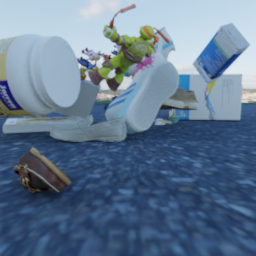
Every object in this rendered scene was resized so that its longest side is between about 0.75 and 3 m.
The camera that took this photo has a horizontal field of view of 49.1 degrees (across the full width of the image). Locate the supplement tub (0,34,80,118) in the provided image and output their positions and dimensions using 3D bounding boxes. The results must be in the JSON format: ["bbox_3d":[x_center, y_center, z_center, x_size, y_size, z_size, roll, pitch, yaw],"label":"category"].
[{"bbox_3d":[-2.626,-1.176,6.612,2.551,1.855,1.855,-2,5,21],"label":"supplement tub"}]

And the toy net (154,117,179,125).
[{"bbox_3d":[1.268,-0.263,10.023,0.667,0.245,1.271,6,9,41],"label":"toy net"}]

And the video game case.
[{"bbox_3d":[-2.575,-0.134,8.768,2.346,0.268,2.135,-2,7,-20],"label":"video game case"}]

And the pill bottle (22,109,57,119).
[{"bbox_3d":[-2.558,-0.959,8.794,1.773,0.969,0.969,-26,5,5],"label":"pill bottle"}]

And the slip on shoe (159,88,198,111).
[{"bbox_3d":[1.565,-0.934,8.933,0.864,0.689,2.273,0,1,42],"label":"slip on shoe"}]

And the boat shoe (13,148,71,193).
[{"bbox_3d":[-0.942,0.500,2.949,0.385,0.386,1.096,-44,23,-20],"label":"boat shoe"}]

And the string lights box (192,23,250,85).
[{"bbox_3d":[1.878,-1.502,5.823,0.349,0.608,1.184,-24,-16,-26],"label":"string lights box"}]

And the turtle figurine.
[{"bbox_3d":[0.068,-1.813,7.044,2.057,0.822,2.551,-44,-18,27],"label":"turtle figurine"}]

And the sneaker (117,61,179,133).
[{"bbox_3d":[0.411,-0.826,7.112,1.003,0.904,2.447,-13,31,49],"label":"sneaker"}]

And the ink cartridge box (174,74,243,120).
[{"bbox_3d":[3.292,-1.305,11.921,2.589,1.873,1.906,1,6,8],"label":"ink cartridge box"}]

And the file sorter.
[{"bbox_3d":[-2.424,-1.658,10.275,2.458,1.706,1.531,14,44,-18],"label":"file sorter"}]

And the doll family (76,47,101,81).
[{"bbox_3d":[-1.438,-1.991,9.183,0.898,0.652,1.447,36,61,27],"label":"doll family"}]

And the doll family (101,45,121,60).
[{"bbox_3d":[-0.437,-2.477,9.618,0.974,0.439,0.605,-39,44,-13],"label":"doll family"}]

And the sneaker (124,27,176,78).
[{"bbox_3d":[0.754,-2.431,9.550,2.475,1.000,0.947,-47,19,-25],"label":"sneaker"}]

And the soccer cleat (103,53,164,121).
[{"bbox_3d":[0.399,-0.979,7.971,1.076,2.491,0.870,38,-2,35],"label":"soccer cleat"}]

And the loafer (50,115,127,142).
[{"bbox_3d":[-0.860,0.000,6.146,1.658,0.579,0.580,-1,6,-10],"label":"loafer"}]

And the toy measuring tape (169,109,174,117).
[{"bbox_3d":[1.452,-1.018,11.132,0.907,0.907,2.466,1,-22,6],"label":"toy measuring tape"}]
